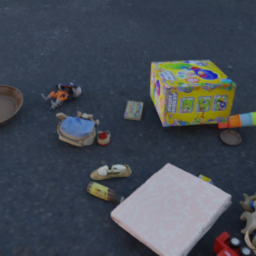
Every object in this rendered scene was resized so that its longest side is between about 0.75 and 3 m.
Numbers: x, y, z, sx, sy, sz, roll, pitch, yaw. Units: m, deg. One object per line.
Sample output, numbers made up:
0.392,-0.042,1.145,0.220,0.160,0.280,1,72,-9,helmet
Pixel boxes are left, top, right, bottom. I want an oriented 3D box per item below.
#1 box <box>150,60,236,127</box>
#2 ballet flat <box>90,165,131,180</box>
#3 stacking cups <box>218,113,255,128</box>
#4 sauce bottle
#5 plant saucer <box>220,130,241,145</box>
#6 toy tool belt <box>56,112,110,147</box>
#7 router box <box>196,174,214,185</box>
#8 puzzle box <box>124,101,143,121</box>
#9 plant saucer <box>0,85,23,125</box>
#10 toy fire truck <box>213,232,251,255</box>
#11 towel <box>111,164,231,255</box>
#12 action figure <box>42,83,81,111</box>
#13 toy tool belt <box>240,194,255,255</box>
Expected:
2.569,-1.566,12.033,2.765,1.751,2.871,-4,33,-6,box
-0.644,1.571,10.276,1.508,0.492,0.532,-6,40,-7,ballet flat
4.916,-0.365,11.759,2.215,0.670,0.670,-5,43,19,stacking cups
-0.784,2.259,9.667,1.280,0.414,0.414,17,48,17,sauce bottle
4.259,0.432,11.648,0.836,0.134,0.836,0,46,0,plant saucer
-1.796,0.026,11.222,2.110,1.297,1.318,9,46,8,toy tool belt
2.596,2.122,9.930,0.649,0.222,0.870,23,50,21,router box
0.261,-0.803,12.845,0.733,0.140,1.102,6,46,7,puzzle box
-6.191,-0.884,12.661,2.884,0.527,2.884,0,47,0,plant saucer
2.499,3.947,7.562,2.030,0.702,2.878,-27,43,-25,toy fire truck
1.324,2.518,8.868,2.888,0.466,2.759,-34,37,-28,towel
-3.095,-1.583,13.325,1.836,0.993,1.898,-25,24,-31,action figure
4.404,2.724,8.598,1.868,1.839,2.992,39,68,9,toy tool belt
